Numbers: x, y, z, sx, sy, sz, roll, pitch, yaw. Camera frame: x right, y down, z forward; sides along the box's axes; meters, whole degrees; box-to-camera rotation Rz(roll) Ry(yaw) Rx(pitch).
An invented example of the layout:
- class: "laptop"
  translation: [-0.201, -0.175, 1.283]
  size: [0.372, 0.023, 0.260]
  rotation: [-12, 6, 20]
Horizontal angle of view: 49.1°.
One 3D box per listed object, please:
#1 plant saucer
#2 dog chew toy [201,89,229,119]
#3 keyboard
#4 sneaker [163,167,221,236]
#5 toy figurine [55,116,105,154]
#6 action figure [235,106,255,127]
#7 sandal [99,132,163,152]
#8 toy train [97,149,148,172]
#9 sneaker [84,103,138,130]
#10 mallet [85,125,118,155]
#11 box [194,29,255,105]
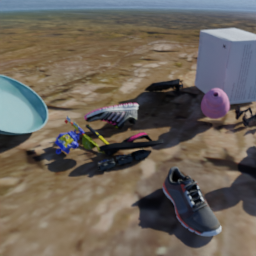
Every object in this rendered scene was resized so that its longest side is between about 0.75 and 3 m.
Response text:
- class: "plant saucer"
  translation: [-3.802, -0.657, 8.487]
  size: [2.705, 0.486, 2.705]
  rotation: [29, 28, -17]
- class: "dog chew toy"
  translation: [2.762, -0.807, 8.868]
  size: [0.892, 0.892, 1.432]
  rotation: [10, -11, 17]
- class: "keyboard"
  translation: [1.411, -1.428, 10.568]
  size: [1.427, 0.543, 2.742]
  rotation: [-10, 5, 1]
- class: "sneaker"
  translation: [1.231, 1.421, 5.696]
  size: [0.654, 0.695, 1.696]
  rotation: [-13, 34, -24]
- class: "toy figurine"
  translation: [-1.532, 0.486, 7.791]
  size: [0.954, 0.840, 1.593]
  rotation: [-43, 49, -11]
- class: "action figure"
  translation: [4.376, -0.519, 9.200]
  size: [1.556, 0.794, 0.925]
  rotation: [-10, 45, -16]
- class: "sandal"
  translation: [0.121, 0.343, 7.447]
  size: [1.831, 0.413, 0.688]
  rotation: [-3, -15, -20]
- class: "toy train"
  translation: [-0.149, 0.820, 7.293]
  size: [1.479, 0.252, 0.339]
  rotation: [-15, 26, -26]
- class: "sneaker"
  translation: [-0.464, -0.287, 8.730]
  size: [1.779, 0.778, 0.656]
  rotation: [-11, 6, -22]
- class: "mallet"
  translation: [-0.734, 0.280, 8.020]
  size: [0.441, 0.275, 1.338]
  rotation: [-12, 42, -35]
- class: "box"
  translation: [3.938, -2.484, 11.082]
  size: [1.600, 2.435, 2.448]
  rotation: [-6, 29, -11]
